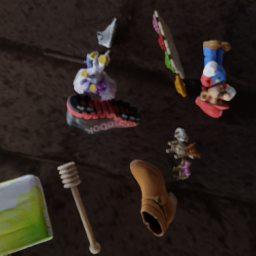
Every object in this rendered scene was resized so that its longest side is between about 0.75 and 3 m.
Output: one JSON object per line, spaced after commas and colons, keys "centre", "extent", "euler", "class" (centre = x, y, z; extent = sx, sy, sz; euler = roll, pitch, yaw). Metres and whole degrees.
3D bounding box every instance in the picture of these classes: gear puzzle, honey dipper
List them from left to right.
{"centre": [-1.519, 2.586, 8.915], "extent": [0.564, 0.564, 2.970], "euler": [-18, 89, -3], "class": "honey dipper"}
{"centre": [1.436, -2.373, 9.546], "extent": [0.385, 1.522, 2.938], "euler": [-20, 76, 22], "class": "gear puzzle"}

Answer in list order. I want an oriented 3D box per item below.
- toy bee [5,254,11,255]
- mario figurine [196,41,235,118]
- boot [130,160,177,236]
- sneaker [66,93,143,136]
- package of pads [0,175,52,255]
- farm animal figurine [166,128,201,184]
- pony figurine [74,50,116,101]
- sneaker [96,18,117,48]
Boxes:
{"centre": [-3.703, 4.564, 8.578], "extent": [1.123, 0.933, 1.716], "euler": [-5, 50, -3], "class": "toy bee"}
{"centre": [3.056, -1.563, 9.233], "extent": [1.526, 1.310, 2.472], "euler": [-2, 101, -9], "class": "mario figurine"}
{"centre": [0.602, 2.093, 8.528], "extent": [0.806, 1.632, 2.102], "euler": [-33, 94, 30], "class": "boot"}
{"centre": [-0.836, -0.340, 9.276], "extent": [2.643, 1.291, 0.934], "euler": [7, 47, -28], "class": "sneaker"}
{"centre": [-3.876, 2.785, 8.578], "extent": [2.710, 0.924, 2.094], "euler": [-16, 71, -12], "class": "package of pads"}
{"centre": [1.840, 0.898, 9.183], "extent": [0.723, 1.386, 1.370], "euler": [-5, 43, -34], "class": "farm animal figurine"}
{"centre": [-1.038, -1.695, 9.192], "extent": [1.516, 1.820, 1.757], "euler": [20, 106, 0], "class": "pony figurine"}
{"centre": [-0.822, -3.561, 10.279], "extent": [0.657, 0.427, 1.137], "euler": [15, 81, 5], "class": "sneaker"}
